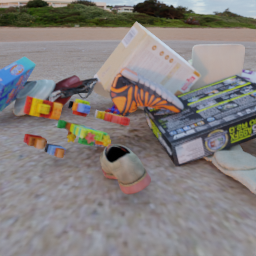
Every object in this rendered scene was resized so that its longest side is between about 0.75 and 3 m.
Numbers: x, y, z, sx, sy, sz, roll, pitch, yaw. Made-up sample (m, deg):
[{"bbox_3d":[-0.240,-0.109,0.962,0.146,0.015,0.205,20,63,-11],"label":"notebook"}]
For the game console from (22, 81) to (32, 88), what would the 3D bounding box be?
[{"bbox_3d":[-4.575,-1.614,12.105,2.067,0.321,1.828,-18,31,-37],"label":"game console"}]

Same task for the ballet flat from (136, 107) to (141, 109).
[{"bbox_3d":[0.599,-0.855,9.740,1.714,0.592,0.610,7,-15,16],"label":"ballet flat"}]

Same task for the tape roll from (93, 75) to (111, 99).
[{"bbox_3d":[-0.171,-1.440,9.738,2.152,0.393,2.152,5,-12,1],"label":"tape roll"}]

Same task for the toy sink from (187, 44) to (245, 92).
[{"bbox_3d":[2.708,-1.577,9.071,1.502,2.304,1.291,0,23,6],"label":"toy sink"}]

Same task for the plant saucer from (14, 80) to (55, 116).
[{"bbox_3d":[-3.264,-1.149,9.426,1.701,0.427,1.701,-23,37,19],"label":"plant saucer"}]

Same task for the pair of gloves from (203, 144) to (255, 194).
[{"bbox_3d":[2.914,0.760,5.668,2.260,0.396,1.922,-5,20,-15],"label":"pair of gloves"}]

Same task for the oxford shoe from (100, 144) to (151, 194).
[{"bbox_3d":[-0.177,0.569,5.336,0.688,0.730,1.953,-30,16,-16],"label":"oxford shoe"}]

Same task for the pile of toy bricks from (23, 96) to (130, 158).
[{"bbox_3d":[-0.972,0.073,5.972,2.330,1.293,1.150,11,4,-39],"label":"pile of toy bricks"}]

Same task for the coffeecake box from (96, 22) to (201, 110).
[{"bbox_3d":[0.596,-1.440,7.632,2.246,1.724,0.821,24,27,-39],"label":"coffeecake box"}]

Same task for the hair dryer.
[{"bbox_3d":[-1.956,-1.191,9.628,2.124,0.758,2.789,-23,28,0],"label":"hair dryer"}]

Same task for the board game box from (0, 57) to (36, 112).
[{"bbox_3d":[-3.839,-1.197,8.699,0.489,1.654,2.175,35,26,-12],"label":"board game box"}]

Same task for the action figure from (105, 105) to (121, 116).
[{"bbox_3d":[-0.425,-0.535,9.186,0.441,0.348,1.348,10,18,11],"label":"action figure"}]

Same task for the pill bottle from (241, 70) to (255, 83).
[{"bbox_3d":[3.616,-1.631,10.384,2.263,1.270,1.270,22,29,29],"label":"pill bottle"}]

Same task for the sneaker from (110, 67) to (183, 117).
[{"bbox_3d":[0.382,-0.635,6.812,1.801,1.009,0.699,29,20,-6],"label":"sneaker"}]

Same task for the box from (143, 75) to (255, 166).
[{"bbox_3d":[2.065,-0.336,6.987,2.882,0.638,2.309,-20,26,-4],"label":"box"}]
